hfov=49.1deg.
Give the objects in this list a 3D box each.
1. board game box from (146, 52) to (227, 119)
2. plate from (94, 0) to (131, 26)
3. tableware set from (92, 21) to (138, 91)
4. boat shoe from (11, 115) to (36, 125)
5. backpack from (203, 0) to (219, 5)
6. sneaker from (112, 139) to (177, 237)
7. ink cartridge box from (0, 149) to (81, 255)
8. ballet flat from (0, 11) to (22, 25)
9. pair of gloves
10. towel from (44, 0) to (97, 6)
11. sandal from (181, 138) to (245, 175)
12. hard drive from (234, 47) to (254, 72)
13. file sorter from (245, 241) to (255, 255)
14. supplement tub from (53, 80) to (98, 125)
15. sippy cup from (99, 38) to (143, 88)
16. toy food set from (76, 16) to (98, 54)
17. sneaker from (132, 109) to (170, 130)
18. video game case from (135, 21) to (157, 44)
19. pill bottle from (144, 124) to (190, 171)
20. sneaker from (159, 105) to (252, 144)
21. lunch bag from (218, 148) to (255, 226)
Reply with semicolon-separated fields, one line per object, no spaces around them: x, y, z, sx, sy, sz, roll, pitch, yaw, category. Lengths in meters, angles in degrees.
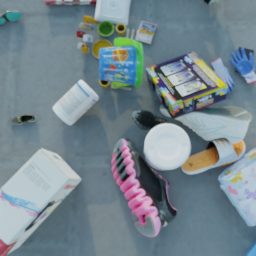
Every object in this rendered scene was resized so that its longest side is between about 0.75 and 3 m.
1.671;-1.340;8.430;1.697;0.582;2.053;-19;45;-4;board game box
-0.505;-4.133;9.463;1.151;0.186;1.154;7;93;-6;plate
-0.470;-2.412;9.252;1.570;0.358;2.331;9;80;2;tableware set
-3.363;-0.282;8.919;0.791;0.238;0.282;-10;80;-2;boat shoe
2.837;-4.590;9.064;0.753;1.000;0.887;-12;85;5;backpack
0.512;1.614;8.302;1.384;1.147;2.902;-11;70;-33;sneaker
-2.709;2.017;7.598;1.136;2.000;2.744;42;82;7;ink cartridge box
-4.154;-3.783;9.518;1.084;0.390;0.390;-21;80;-5;ballet flat
3.406;-1.828;9.106;1.554;0.177;1.249;-23;83;5;pair of gloves
-1.637;-5.140;9.806;2.562;0.291;1.845;-1;77;-2;towel
2.564;0.774;8.396;2.081;0.596;0.797;-24;48;-3;sandal
3.823;-2.222;9.305;0.579;0.182;0.859;14;80;2;hard drive
4.403;4.272;7.490;2.305;1.414;1.599;41;81;7;file sorter
-1.604;-0.776;8.624;1.245;0.821;0.821;-42;82;3;supplement tub
-0.246;-1.867;8.280;1.225;1.313;1.672;-1;117;-5;sippy cup
-1.325;-3.011;9.218;0.554;0.522;1.160;5;96;43;toy food set
0.587;-0.222;8.328;0.598;1.508;0.568;38;101;45;sneaker
0.612;-3.235;9.498;0.539;0.066;0.754;17;75;4;video game case
1.001;0.598;7.726;1.144;2.011;1.144;0;81;3;pill bottle
2.191;-0.170;8.438;2.684;1.076;0.944;15;37;24;sneaker
3.682;1.626;8.100;1.897;1.206;1.609;-33;82;-16;lunch bag
